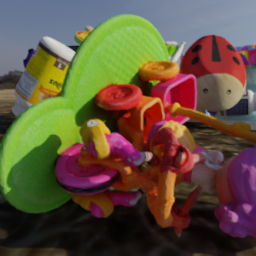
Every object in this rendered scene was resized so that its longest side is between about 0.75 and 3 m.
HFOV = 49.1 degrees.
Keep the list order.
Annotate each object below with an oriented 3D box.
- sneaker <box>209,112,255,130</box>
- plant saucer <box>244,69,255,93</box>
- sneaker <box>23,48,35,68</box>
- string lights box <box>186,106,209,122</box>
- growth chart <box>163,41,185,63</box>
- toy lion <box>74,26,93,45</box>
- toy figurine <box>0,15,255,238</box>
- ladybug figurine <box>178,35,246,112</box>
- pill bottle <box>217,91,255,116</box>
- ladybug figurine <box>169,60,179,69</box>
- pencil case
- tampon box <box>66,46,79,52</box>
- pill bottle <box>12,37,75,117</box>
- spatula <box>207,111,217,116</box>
[{"bbox_3d":[4.095,-0.536,9.085,2.849,1.167,1.053,1,8,8],"label":"sneaker"},{"bbox_3d":[3.997,-1.011,9.953,2.607,0.502,2.607,8,-32,5],"label":"plant saucer"},{"bbox_3d":[-3.118,-1.882,9.135,0.739,1.486,0.517,29,24,23],"label":"sneaker"},{"bbox_3d":[3.267,-1.050,12.146,0.801,1.397,2.718,4,8,30],"label":"string lights box"},{"bbox_3d":[0.684,-2.361,8.405,1.930,0.171,1.397,11,47,12],"label":"growth chart"},{"bbox_3d":[-1.189,-3.023,9.813,1.354,0.465,1.298,21,34,-12],"label":"toy lion"},{"bbox_3d":[0.724,0.162,2.566,2.580,2.105,2.804,17,38,35],"label":"toy figurine"},{"bbox_3d":[2.470,-1.785,8.228,1.942,2.862,1.029,-1,-37,5],"label":"ladybug figurine"},{"bbox_3d":[3.357,-0.743,8.435,1.285,0.744,0.744,-1,6,23],"label":"pill bottle"},{"bbox_3d":[1.166,-1.785,10.141,0.878,2.442,1.657,-11,-18,-25],"label":"ladybug figurine"},{"bbox_3d":[3.194,-2.187,9.883,2.878,1.272,1.272,-2,6,21],"label":"pencil case"},{"bbox_3d":[-2.216,-1.674,10.026,1.607,1.354,2.144,-13,-25,-33],"label":"tampon box"},{"bbox_3d":[-2.372,-1.273,7.972,1.261,2.309,1.261,31,14,-9],"label":"pill bottle"},{"bbox_3d":[2.325,-0.711,8.550,0.101,0.279,0.986,-23,53,-22],"label":"spatula"}]
